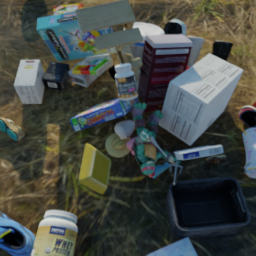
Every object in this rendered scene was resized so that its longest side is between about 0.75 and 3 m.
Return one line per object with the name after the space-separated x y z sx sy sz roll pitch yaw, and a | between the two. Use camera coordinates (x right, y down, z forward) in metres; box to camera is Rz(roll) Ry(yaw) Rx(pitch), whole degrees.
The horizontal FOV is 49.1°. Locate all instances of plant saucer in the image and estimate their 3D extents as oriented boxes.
-0.936 1.270 8.696 0.306 1.263 1.263 -11 56 28 | plant saucer

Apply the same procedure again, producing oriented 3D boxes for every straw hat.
-0.338 0.590 10.548 1.051 0.445 1.051 2 75 -6 | straw hat

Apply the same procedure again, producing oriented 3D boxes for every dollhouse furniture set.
-0.655 -2.694 9.653 1.754 2.153 2.047 -17 78 -13 | dollhouse furniture set

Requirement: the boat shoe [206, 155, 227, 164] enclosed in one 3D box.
3.307 1.203 10.442 0.775 0.279 0.279 -4 54 -11 | boat shoe

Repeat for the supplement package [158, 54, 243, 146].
2.682 -1.107 10.522 1.524 2.140 2.748 36 52 23 | supplement package

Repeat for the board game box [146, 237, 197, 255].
1.409 4.349 8.204 1.673 0.363 1.665 -18 57 -12 | board game box

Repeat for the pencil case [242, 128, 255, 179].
4.703 0.922 10.324 0.856 0.784 1.886 -3 54 22 | pencil case

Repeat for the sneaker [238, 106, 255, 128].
5.302 -0.083 10.800 2.273 0.852 0.961 29 27 27 | sneaker

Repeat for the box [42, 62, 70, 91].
-3.219 -2.330 12.645 0.876 0.632 1.180 10 56 7 | box

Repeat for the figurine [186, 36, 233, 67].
3.304 -2.865 12.246 2.005 1.956 0.863 18 18 23 | figurine

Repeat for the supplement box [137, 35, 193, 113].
1.311 -2.042 10.829 1.578 2.899 0.883 -7 39 -19 | supplement box

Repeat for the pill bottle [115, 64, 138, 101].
-0.075 -1.430 8.742 0.615 1.056 0.615 -10 21 4 | pill bottle

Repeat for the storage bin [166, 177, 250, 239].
2.469 2.575 9.015 2.277 1.068 1.540 -4 55 -4 | storage bin

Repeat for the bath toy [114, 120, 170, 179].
0.474 0.659 10.173 0.885 1.041 2.393 -36 76 -10 | bath toy

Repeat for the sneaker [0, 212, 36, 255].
-3.992 3.116 8.671 2.659 1.042 0.876 22 60 16 | sneaker

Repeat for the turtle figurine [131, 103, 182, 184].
0.726 0.545 9.070 1.319 1.961 2.620 -22 55 24 | turtle figurine

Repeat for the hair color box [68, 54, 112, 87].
-1.703 -2.741 12.825 0.955 0.585 1.929 22 55 30 | hair color box

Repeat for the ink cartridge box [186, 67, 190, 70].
3.187 -1.871 11.863 1.626 1.302 0.384 6 39 3 | ink cartridge box

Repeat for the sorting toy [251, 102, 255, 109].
6.240 -0.218 11.289 2.612 0.906 0.900 45 37 23 | sorting toy

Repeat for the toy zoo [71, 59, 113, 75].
-1.633 -2.607 11.912 1.706 0.175 1.120 8 42 33 | toy zoo

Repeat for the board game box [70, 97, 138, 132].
-0.750 -0.655 10.218 1.839 0.468 2.717 -18 10 16 | board game box

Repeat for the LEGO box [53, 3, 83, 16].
-3.180 -6.081 15.227 1.646 0.635 1.226 -10 56 -7 | LEGO box

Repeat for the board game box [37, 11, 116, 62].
-2.087 -3.942 12.050 2.858 2.157 0.671 -8 65 8 | board game box

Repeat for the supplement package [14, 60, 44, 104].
-4.187 -1.984 12.070 0.840 1.180 1.515 -2 56 -1 | supplement package

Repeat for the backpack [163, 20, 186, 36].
1.896 -3.865 12.033 1.236 1.481 0.937 20 34 12 | backpack

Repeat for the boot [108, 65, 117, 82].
-0.361 -1.702 9.398 0.341 0.922 0.756 -29 15 8 | boot

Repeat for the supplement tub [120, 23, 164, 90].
0.505 -2.888 11.657 1.656 2.510 1.656 4 39 -3 | supplement tub

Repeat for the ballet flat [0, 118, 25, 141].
-4.722 -0.001 11.206 1.559 0.550 0.509 36 37 19 | ballet flat

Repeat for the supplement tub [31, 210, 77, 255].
-2.173 3.414 8.347 1.182 1.182 1.638 4 56 3 | supplement tub

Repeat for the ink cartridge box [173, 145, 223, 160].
2.122 0.772 8.660 1.233 1.236 0.251 -10 86 -3 | ink cartridge box
